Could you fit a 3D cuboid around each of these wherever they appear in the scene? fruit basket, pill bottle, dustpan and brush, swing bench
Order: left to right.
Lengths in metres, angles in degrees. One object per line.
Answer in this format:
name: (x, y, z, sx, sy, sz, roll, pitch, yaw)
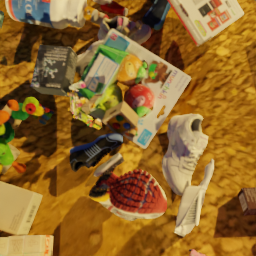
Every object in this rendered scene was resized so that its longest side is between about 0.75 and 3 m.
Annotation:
swing bench: (-3.810, 0.823, 8.345, 0.777, 0.504, 0.773, 23, 63, 12)
pill bottle: (-2.814, -4.309, 9.877, 2.526, 1.418, 1.418, 11, 69, 5)
fruit basket: (-0.007, -1.138, 8.416, 2.826, 1.325, 2.618, 34, 101, 7)
dustpan and brush: (1.833, 1.790, 7.395, 0.610, 1.487, 2.130, 6, 68, 24)

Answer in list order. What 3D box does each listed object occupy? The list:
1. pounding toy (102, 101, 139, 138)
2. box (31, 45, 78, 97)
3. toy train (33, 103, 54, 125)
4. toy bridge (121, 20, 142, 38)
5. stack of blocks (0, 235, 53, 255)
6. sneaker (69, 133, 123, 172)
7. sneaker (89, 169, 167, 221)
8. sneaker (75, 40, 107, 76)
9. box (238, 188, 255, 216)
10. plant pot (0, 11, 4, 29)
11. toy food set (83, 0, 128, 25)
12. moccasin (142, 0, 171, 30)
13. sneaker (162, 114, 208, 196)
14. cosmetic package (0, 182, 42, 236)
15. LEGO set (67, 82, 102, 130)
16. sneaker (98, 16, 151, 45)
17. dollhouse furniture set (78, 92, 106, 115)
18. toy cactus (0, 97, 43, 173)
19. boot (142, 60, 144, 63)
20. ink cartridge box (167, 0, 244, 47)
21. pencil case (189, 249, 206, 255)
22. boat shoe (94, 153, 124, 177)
pounding toy: (-0.183, -0.032, 8.193, 1.015, 1.156, 0.529, -27, 31, 32)
box: (-2.310, -1.798, 8.860, 1.045, 0.753, 1.407, 7, 81, 10)
toy train: (-2.911, -0.525, 9.013, 0.922, 0.390, 0.533, 27, 85, 10)
toy bridge: (-0.125, -3.087, 9.237, 1.476, 0.496, 0.201, -36, 82, -27)
stack of blocks: (-3.280, 3.135, 6.961, 2.631, 1.515, 0.771, -3, 69, -1)
sneaker: (-0.908, 0.742, 8.107, 1.771, 0.621, 0.690, -22, 57, 19)
sneaker: (0.104, 1.729, 6.981, 1.137, 2.768, 1.078, 44, 68, -19)
sneaker: (-1.204, -2.392, 9.667, 1.574, 0.588, 0.646, -40, 83, -4)
box: (3.865, 2.046, 7.853, 1.310, 0.491, 0.656, -2, 52, -2)
plant pot: (-5.021, -3.705, 9.637, 1.184, 1.768, 1.768, 18, 67, -23)
toy food set: (-0.532, -4.557, 10.104, 1.102, 1.170, 2.450, 24, 70, 9)
moccasin: (1.215, -4.826, 10.306, 0.840, 0.991, 2.464, 20, 69, 5)
sneaker: (1.643, 0.689, 7.994, 0.904, 1.203, 2.414, 18, 69, -36)
cosmetic package: (-3.731, 2.049, 7.747, 2.288, 0.836, 1.184, 15, 71, 5)
LEGO set: (-1.202, -0.440, 7.489, 0.690, 1.499, 0.558, -26, 27, -7)
sneaker: (-0.123, -3.438, 9.836, 1.924, 0.849, 0.783, -3, 69, -3)
dollhouse furniture set: (-1.068, -0.562, 7.961, 0.671, 1.342, 0.518, -43, 113, -28)
toy cactus: (-3.270, 0.016, 7.894, 1.403, 2.744, 2.264, 23, 25, -26)
boot: (0.198, -2.605, 9.632, 0.879, 0.578, 0.307, 26, 40, 10)
ink cartridge box: (2.312, -4.227, 9.588, 2.158, 1.031, 2.459, -36, 97, -13)
pencil case: (2.385, 3.642, 6.981, 1.853, 0.767, 0.802, 10, 47, 17)
boat shoe: (-0.554, 1.174, 8.363, 1.001, 0.350, 0.331, -39, 110, -3)
